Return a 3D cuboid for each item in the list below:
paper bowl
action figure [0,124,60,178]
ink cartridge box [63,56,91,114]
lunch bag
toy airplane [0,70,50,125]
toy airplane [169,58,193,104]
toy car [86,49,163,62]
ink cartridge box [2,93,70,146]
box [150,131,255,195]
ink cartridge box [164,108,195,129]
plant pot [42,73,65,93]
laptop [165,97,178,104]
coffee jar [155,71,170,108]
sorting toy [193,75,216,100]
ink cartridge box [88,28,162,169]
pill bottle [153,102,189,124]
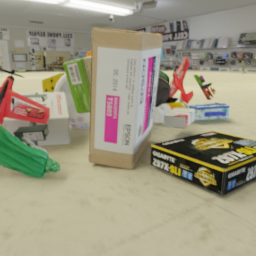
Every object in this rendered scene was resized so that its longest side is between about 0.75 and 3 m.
[{"bbox_3d":[-1.440,-0.988,9.103,1.903,1.903,0.990,-3,17,-12],"label":"paper bowl"},{"bbox_3d":[-2.113,0.494,5.398,1.751,1.034,0.479,22,19,7],"label":"action figure"},{"bbox_3d":[-0.734,-1.323,7.708,0.696,1.357,1.836,-1,19,39],"label":"ink cartridge box"},{"bbox_3d":[2.814,-0.577,10.027,1.431,0.590,1.151,-4,9,-14],"label":"lunch bag"},{"bbox_3d":[-2.750,-0.198,6.049,2.188,2.188,0.403,1,0,2],"label":"toy airplane"},{"bbox_3d":[2.186,-1.691,11.636,0.432,2.351,2.351,8,12,-16],"label":"toy airplane"},{"bbox_3d":[-0.334,-2.235,9.771,2.236,1.977,2.061,26,-12,-18],"label":"toy car"},{"bbox_3d":[-2.676,-0.265,7.558,2.094,0.880,1.528,-3,34,-16],"label":"ink cartridge box"},{"bbox_3d":[1.810,0.583,5.738,2.148,0.530,1.715,-9,18,-38],"label":"box"},{"bbox_3d":[1.507,-0.289,8.149,0.650,0.367,0.886,5,19,30],"label":"ink cartridge box"},{"bbox_3d":[-2.415,-1.341,10.415,1.366,1.366,1.205,-13,-11,24],"label":"plant pot"},{"bbox_3d":[0.313,-1.230,11.124,2.273,1.324,2.565,13,39,39],"label":"laptop"},{"bbox_3d":[1.036,-1.470,10.680,0.965,1.179,2.262,27,20,-3],"label":"coffee jar"},{"bbox_3d":[2.873,-1.559,10.299,0.458,1.116,0.670,-30,-6,16],"label":"sorting toy"},{"bbox_3d":[-0.002,-0.778,6.409,1.037,2.760,2.274,9,20,12],"label":"ink cartridge box"},{"bbox_3d":[1.444,-0.500,9.667,1.277,0.709,0.709,-9,17,-32],"label":"pill bottle"}]
